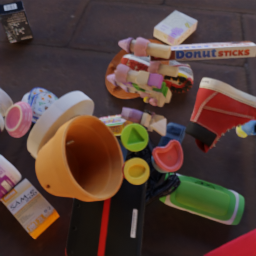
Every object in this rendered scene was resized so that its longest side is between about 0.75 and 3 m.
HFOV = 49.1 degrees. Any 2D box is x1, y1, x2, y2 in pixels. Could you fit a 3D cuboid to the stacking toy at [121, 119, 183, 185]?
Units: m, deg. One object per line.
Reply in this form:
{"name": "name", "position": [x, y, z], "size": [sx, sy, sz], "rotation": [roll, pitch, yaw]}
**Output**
{"name": "stacking toy", "position": [0.425, 0.529, 6.351], "size": [1.422, 0.601, 1.288], "rotation": [-13, 82, -16]}

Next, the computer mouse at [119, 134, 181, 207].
{"name": "computer mouse", "position": [0.403, 1.122, 8.074], "size": [1.809, 0.689, 2.613], "rotation": [-34, 46, 14]}

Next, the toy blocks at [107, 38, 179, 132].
{"name": "toy blocks", "position": [0.141, -1.215, 8.221], "size": [1.966, 2.183, 2.336], "rotation": [16, 88, 18]}

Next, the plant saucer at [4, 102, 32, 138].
{"name": "plant saucer", "position": [-3.139, -0.252, 7.891], "size": [1.034, 0.262, 1.034], "rotation": [-9, 73, 31]}

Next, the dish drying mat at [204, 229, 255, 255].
{"name": "dish drying mat", "position": [2.107, 3.093, 5.969], "size": [0.238, 2.611, 1.003], "rotation": [5, 49, -33]}

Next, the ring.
{"name": "ring", "position": [0.249, -2.182, 10.038], "size": [2.550, 0.245, 2.550], "rotation": [-14, 57, 23]}

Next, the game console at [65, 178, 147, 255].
{"name": "game console", "position": [-0.539, 2.241, 6.804], "size": [1.997, 0.350, 2.258], "rotation": [-3, 70, 24]}

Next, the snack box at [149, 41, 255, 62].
{"name": "snack box", "position": [2.136, -2.264, 8.299], "size": [2.912, 0.354, 1.047], "rotation": [1, 23, 13]}

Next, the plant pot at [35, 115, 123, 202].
{"name": "plant pot", "position": [-1.192, 0.790, 6.402], "size": [1.323, 1.890, 1.890], "rotation": [-20, 50, 32]}

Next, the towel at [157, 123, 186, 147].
{"name": "towel", "position": [1.356, 0.381, 8.777], "size": [0.657, 0.285, 1.176], "rotation": [19, 64, 18]}

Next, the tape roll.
{"name": "tape roll", "position": [-1.779, -0.010, 7.588], "size": [0.395, 2.164, 2.164], "rotation": [38, 64, 11]}

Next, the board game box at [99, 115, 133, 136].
{"name": "board game box", "position": [-0.533, -0.067, 8.147], "size": [1.154, 0.362, 2.416], "rotation": [-8, 11, 11]}

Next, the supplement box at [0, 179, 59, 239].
{"name": "supplement box", "position": [-2.685, 2.190, 7.664], "size": [1.365, 0.502, 0.860], "rotation": [37, 63, 22]}

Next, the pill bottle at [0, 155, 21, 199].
{"name": "pill bottle", "position": [-4.116, 1.758, 7.512], "size": [1.243, 1.243, 2.215], "rotation": [30, 61, 18]}

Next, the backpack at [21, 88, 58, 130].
{"name": "backpack", "position": [-2.746, -0.591, 8.790], "size": [1.065, 1.383, 1.317], "rotation": [-25, 53, 28]}

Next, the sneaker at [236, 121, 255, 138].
{"name": "sneaker", "position": [3.889, -0.304, 8.440], "size": [0.545, 0.756, 1.440], "rotation": [36, 78, -24]}

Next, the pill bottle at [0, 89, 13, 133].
{"name": "pill bottle", "position": [-4.843, 0.056, 8.394], "size": [1.654, 1.654, 2.946], "rotation": [19, 59, 12]}

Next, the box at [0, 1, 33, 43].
{"name": "box", "position": [-4.588, -4.307, 11.435], "size": [0.998, 1.345, 0.720], "rotation": [-17, 58, -11]}

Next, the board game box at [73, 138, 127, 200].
{"name": "board game box", "position": [-0.768, 1.239, 7.817], "size": [1.656, 0.408, 2.096], "rotation": [8, 74, 37]}

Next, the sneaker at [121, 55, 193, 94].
{"name": "sneaker", "position": [1.052, -2.112, 10.298], "size": [2.695, 1.049, 1.107], "rotation": [17, 53, 0]}

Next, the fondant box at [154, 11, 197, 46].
{"name": "fondant box", "position": [2.013, -4.224, 11.915], "size": [1.145, 0.462, 1.587], "rotation": [35, 64, 20]}

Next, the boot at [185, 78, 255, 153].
{"name": "boot", "position": [2.632, -0.078, 7.256], "size": [2.417, 0.875, 1.743], "rotation": [16, 95, -21]}

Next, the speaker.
{"name": "speaker", "position": [1.961, 1.912, 7.622], "size": [2.104, 0.931, 0.931], "rotation": [16, 58, 10]}
